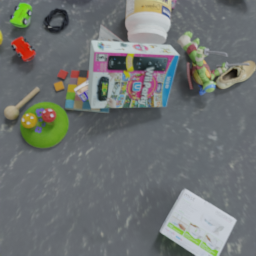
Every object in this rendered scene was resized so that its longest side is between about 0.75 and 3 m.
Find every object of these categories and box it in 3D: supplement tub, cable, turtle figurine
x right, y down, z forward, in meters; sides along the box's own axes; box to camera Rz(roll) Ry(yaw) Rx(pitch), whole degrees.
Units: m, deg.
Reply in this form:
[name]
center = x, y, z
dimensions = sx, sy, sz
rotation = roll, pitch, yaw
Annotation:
[supplement tub]
center = 0.830, -4.831, 11.469
dimensions = 1.843, 1.843, 2.553
rotation = 3, 87, 1
[cable]
center = -3.152, -4.823, 12.516
dimensions = 0.989, 0.308, 1.212
rotation = 42, 76, 12
[turtle figurine]
center = 3.201, -2.808, 10.989
dimensions = 1.816, 2.524, 2.447
rotation = -13, 63, -25

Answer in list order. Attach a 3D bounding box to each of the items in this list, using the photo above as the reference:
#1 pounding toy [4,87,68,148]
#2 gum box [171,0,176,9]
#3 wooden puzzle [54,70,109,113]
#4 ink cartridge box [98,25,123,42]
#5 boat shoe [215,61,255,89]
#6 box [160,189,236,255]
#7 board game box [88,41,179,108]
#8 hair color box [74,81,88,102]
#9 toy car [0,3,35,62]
[pounding toy]
center = -3.483, -0.451, 10.635
dimensions = 2.434, 1.130, 1.879
rotation = 43, 76, 12
[gum box]
center = 1.902, -6.399, 12.905
dimensions = 0.920, 0.536, 1.621
rotation = 17, 73, 7
[wooden puzzle]
center = -1.612, -1.527, 11.474
dimensions = 2.976, 0.209, 1.765
rotation = 4, 72, 1
[ink cartridge box]
center = -0.395, -3.044, 11.133
dimensions = 1.887, 1.638, 0.411
rotation = 39, 60, 7
[boat shoe]
center = 4.502, -2.260, 11.499
dimensions = 1.916, 0.622, 0.691
rotation = -28, 74, -9
[box]
center = 2.298, 3.279, 9.404
dimensions = 1.910, 0.923, 1.685
rotation = 29, 77, 12
[board game box]
center = 0.108, -1.875, 10.167
dimensions = 2.965, 2.187, 0.953
rotation = -3, 38, -16
[hair color box]
center = -1.444, -1.594, 10.999
dimensions = 1.233, 0.400, 0.674
rotation = -36, 38, -8
[toy car]
center = -4.876, -4.202, 12.153
dimensions = 2.786, 0.621, 2.622
rotation = 18, 72, 5
